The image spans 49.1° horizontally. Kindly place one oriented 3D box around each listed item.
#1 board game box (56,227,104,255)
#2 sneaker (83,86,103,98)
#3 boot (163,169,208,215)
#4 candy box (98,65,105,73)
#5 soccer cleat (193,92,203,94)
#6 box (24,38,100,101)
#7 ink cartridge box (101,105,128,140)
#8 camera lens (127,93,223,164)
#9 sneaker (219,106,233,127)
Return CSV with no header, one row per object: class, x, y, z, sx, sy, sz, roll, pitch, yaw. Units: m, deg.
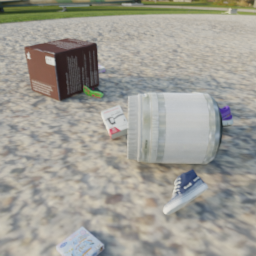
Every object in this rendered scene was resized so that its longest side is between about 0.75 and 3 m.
board game box,-1.102,2.757,6.446,0.785,0.162,0.787,25,37,36
sneaker,-1.800,-1.874,14.454,1.168,0.448,0.489,24,38,12
boot,1.415,1.730,7.645,1.553,0.565,0.701,-21,59,-31
candy box,-1.987,-3.796,18.098,0.708,0.302,0.844,-19,34,-30
soccer cleat,3.325,-1.162,12.850,0.875,0.705,2.053,21,26,-1
box,-3.395,-3.213,14.863,2.429,2.405,2.928,22,36,33
ink cartridge box,-0.491,-0.233,10.877,0.807,0.463,1.111,-22,63,-8
camera lens,1.422,0.009,9.169,2.879,2.303,2.303,1,29,0
sneaker,2.988,-0.476,11.173,2.440,1.018,0.984,-4,-5,-16
